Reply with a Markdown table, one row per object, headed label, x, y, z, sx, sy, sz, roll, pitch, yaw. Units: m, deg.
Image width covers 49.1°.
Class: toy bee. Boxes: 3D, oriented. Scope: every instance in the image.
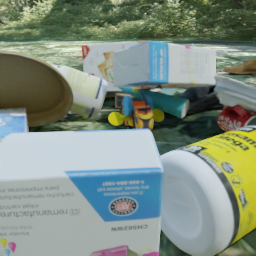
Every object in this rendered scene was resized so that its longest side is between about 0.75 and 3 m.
| label | x | y | z | sx | sy | sz | roll | pitch | yaw |
| --- | --- | --- | --- | --- | --- | --- | --- | --- | --- |
| toy bee | 0.218 | -0.270 | 7.260 | 1.462 | 1.214 | 2.233 | -6 | -4 | 6 |

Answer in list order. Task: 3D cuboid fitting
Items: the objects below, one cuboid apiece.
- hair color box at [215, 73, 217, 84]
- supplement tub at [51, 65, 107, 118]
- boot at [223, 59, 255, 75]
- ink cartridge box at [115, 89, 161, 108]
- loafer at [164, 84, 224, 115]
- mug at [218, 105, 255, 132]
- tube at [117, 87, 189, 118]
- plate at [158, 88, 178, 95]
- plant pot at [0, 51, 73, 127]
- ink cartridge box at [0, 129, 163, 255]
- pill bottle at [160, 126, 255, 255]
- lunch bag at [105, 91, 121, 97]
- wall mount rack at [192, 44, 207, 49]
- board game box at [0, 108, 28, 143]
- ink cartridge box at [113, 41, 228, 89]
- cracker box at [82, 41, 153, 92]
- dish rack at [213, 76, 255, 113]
| label | x | y | z | sx | sy | sz | roll | pitch | yaw |
| --- | --- | --- | --- | --- | --- | --- | --- | --- | --- |
| hair color box | 2.863 | -2.178 | 12.592 | 1.994 | 0.637 | 1.106 | 11 | 23 | 24 |
| supplement tub | -1.583 | -1.083 | 8.274 | 1.695 | 1.229 | 1.229 | 18 | 17 | -13 |
| boot | 6.404 | -3.388 | 15.483 | 2.240 | 0.845 | 0.825 | 0 | 23 | 3 |
| ink cartridge box | 0.370 | -1.033 | 9.738 | 1.145 | 0.522 | 1.389 | 12 | 24 | 26 |
| loafer | 2.231 | -1.040 | 9.106 | 2.787 | 0.978 | 0.946 | -9 | 24 | -22 |
| mug | 2.809 | -0.202 | 6.920 | 0.803 | 1.069 | 1.204 | -16 | 19 | -8 |
| tube | 0.674 | -0.840 | 7.961 | 2.052 | 0.517 | 0.795 | 21 | 1 | 23 |
| plate | 1.627 | -1.927 | 10.777 | 1.447 | 1.447 | 0.185 | -17 | 36 | -37 |
| plant pot | -2.685 | -0.913 | 6.827 | 2.682 | 2.682 | 0.368 | -1 | 57 | -3 |
| ink cartridge box | -0.409 | 1.009 | 2.603 | 1.329 | 1.839 | 0.779 | -2 | 25 | -4 |
| pill bottle | 1.562 | 0.718 | 4.044 | 2.362 | 1.328 | 1.328 | -14 | 25 | -32 |
| lunch bag | -0.768 | -1.932 | 11.195 | 1.582 | 1.134 | 1.929 | -5 | 24 | -2 |
| wall mount rack | 2.240 | -2.208 | 9.795 | 1.372 | 1.192 | 0.512 | -35 | 33 | 16 |
| board game box | -3.635 | 0.203 | 5.758 | 2.961 | 0.645 | 2.976 | -5 | 15 | -19 |
| ink cartridge box | 1.192 | -1.569 | 7.526 | 2.819 | 0.956 | 1.623 | -4 | 6 | -33 |
| cracker box | -0.341 | -2.032 | 9.399 | 2.336 | 1.565 | 0.674 | 2 | 15 | 20 |
| dish rack | 3.319 | -0.445 | 6.854 | 2.615 | 0.569 | 2.245 | 24 | 5 | 22 |
